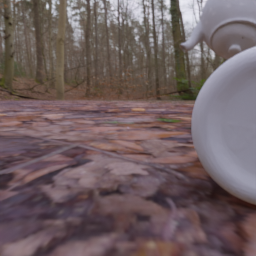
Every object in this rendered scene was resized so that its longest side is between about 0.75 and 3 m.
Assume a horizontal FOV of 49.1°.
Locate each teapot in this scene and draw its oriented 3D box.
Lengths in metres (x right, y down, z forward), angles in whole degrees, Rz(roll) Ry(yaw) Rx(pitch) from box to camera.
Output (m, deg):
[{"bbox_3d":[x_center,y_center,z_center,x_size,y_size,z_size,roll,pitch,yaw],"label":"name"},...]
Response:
[{"bbox_3d":[3.107,-2.710,7.747,2.350,1.739,2.381,26,-30,-16],"label":"teapot"}]

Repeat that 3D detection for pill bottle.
[{"bbox_3d":[1.633,-0.095,3.236,1.373,1.373,2.371,3,6,25],"label":"pill bottle"}]

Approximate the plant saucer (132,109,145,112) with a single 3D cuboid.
[{"bbox_3d":[0.606,-1.045,16.450,0.801,0.129,0.801,-1,6,0],"label":"plant saucer"}]
